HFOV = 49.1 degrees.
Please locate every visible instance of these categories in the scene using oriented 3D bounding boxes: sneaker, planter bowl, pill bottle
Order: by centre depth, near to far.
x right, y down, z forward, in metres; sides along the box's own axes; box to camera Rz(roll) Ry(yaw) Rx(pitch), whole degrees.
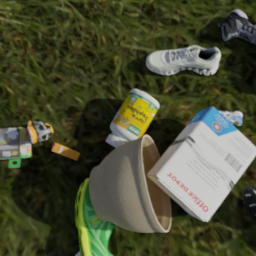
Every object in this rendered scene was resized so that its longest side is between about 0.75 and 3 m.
[{"bbox_3d":[0.002,1.681,7.849,1.767,2.626,2.626,-15,73,15],"label":"planter bowl"},{"bbox_3d":[4.632,2.650,8.288,2.846,1.052,1.129,41,68,5],"label":"sneaker"},{"bbox_3d":[-0.996,2.785,8.341,1.060,0.940,2.538,-3,72,-22],"label":"sneaker"},{"bbox_3d":[-2.683,0.107,8.591,0.667,1.728,0.676,-17,104,-16],"label":"sneaker"},{"bbox_3d":[0.092,-0.180,8.947,1.073,1.073,1.902,30,85,8],"label":"pill bottle"},{"bbox_3d":[3.251,-0.299,9.360,1.186,0.449,0.457,-1,70,1],"label":"sneaker"},{"bbox_3d":[1.904,-2.424,9.694,2.568,1.041,0.965,-1,75,1],"label":"sneaker"},{"bbox_3d":[4.113,-3.381,10.154,1.075,0.713,1.889,-35,71,-9],"label":"sneaker"}]

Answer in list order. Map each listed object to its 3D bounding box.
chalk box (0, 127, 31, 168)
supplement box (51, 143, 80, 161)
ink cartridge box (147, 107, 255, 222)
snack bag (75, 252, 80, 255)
[{"bbox_3d":[-3.511,0.619,8.672,0.755,0.751,1.214,-4,86,7],"label":"chalk box"},{"bbox_3d":[-1.998,0.766,8.961,0.857,0.285,0.295,23,84,-18],"label":"supplement box"},{"bbox_3d":[2.195,1.048,8.362,1.976,1.159,2.699,43,78,-4],"label":"ink cartridge box"},{"bbox_3d":[-1.114,3.923,8.314,0.769,0.087,0.816,-40,78,-11],"label":"snack bag"}]
